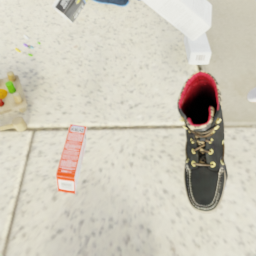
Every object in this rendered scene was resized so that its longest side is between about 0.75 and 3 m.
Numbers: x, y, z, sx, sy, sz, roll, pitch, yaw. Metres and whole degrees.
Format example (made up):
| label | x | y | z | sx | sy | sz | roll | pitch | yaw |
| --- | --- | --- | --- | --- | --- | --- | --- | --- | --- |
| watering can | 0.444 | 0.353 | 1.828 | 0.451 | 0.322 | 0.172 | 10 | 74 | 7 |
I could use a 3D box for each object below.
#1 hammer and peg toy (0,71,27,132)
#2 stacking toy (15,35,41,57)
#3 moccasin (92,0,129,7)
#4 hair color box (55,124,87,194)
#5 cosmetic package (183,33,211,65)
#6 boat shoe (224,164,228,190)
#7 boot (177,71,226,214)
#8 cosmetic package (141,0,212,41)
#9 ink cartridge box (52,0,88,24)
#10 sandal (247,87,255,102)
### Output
| label | x | y | z | sx | sy | sz | roll | pitch | yaw |
| --- | --- | --- | --- | --- | --- | --- | --- | --- | --- |
| hammer and peg toy | -4.439 | -0.838 | 9.635 | 1.763 | 0.845 | 2.396 | -19 | 54 | -14 |
| stacking toy | -3.483 | -2.853 | 9.776 | 0.191 | 0.812 | 0.612 | 46 | 106 | 15 |
| moccasin | -0.976 | -6.907 | 14.487 | 2.195 | 0.749 | 0.883 | 12 | 53 | 9 |
| hair color box | -1.370 | 0.747 | 6.897 | 0.476 | 0.825 | 1.488 | 10 | 51 | -2 |
| cosmetic package | 2.901 | -3.446 | 11.854 | 0.864 | 0.629 | 1.699 | 1 | 50 | 0 |
| boat shoe | 2.402 | 0.725 | 8.413 | 0.872 | 0.826 | 2.495 | -1 | 52 | -1 |
| boot | 1.501 | 0.295 | 5.650 | 0.921 | 1.895 | 2.516 | 4 | 65 | 23 |
| cosmetic package | 1.418 | -3.603 | 8.049 | 2.126 | 0.787 | 1.081 | 28 | 55 | -23 |
| ink cartridge box | -1.478 | -4.667 | 9.388 | 0.551 | 2.345 | 2.317 | 35 | 100 | -6 |
| sandal | 4.023 | -1.015 | 7.190 | 1.808 | 0.518 | 0.693 | -23 | 35 | 26 |
